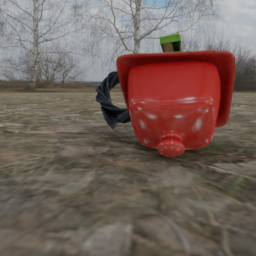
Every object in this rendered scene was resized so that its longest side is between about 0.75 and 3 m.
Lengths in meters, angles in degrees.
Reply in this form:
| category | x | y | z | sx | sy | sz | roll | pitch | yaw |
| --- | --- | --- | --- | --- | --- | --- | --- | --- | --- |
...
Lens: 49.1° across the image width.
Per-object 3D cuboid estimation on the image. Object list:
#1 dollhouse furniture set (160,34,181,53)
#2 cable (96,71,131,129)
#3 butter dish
| category | x | y | z | sx | sy | sz | roll | pitch | yaw |
| --- | --- | --- | --- | --- | --- | --- | --- | --- | --- |
| dollhouse furniture set | 1.757 | -1.784 | 10.118 | 1.474 | 2.948 | 1.138 | -5 | -16 | 13 |
| cable | -0.026 | -1.094 | 7.784 | 1.859 | 0.579 | 2.278 | -35 | 42 | 14 |
| butter dish | 0.871 | -0.207 | 5.424 | 2.199 | 1.630 | 2.205 | 2 | -35 | 15 |
